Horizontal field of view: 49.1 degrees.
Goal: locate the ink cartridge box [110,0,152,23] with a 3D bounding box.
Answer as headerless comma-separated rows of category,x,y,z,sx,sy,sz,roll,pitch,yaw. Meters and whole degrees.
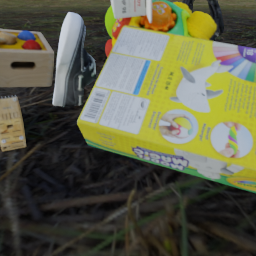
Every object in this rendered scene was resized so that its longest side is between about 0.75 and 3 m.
ink cartridge box,-0.039,-2.204,4.020,0.500,0.868,1.498,-8,48,-3

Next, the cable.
cable,2.346,-3.693,9.552,1.768,2.167,0.550,-29,39,-1

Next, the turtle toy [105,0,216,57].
turtle toy,0.292,-1.761,5.530,1.373,1.980,2.717,26,23,-28

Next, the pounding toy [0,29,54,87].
pounding toy,-2.460,-1.583,5.858,1.572,1.117,1.447,-6,39,-30

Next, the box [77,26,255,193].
box,0.974,-0.234,3.197,2.668,0.645,1.565,14,64,15

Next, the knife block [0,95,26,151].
knife block,-3.261,-0.119,7.859,0.589,1.616,1.841,-11,75,-18

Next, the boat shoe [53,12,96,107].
boat shoe,-0.633,-0.749,3.494,0.503,1.483,0.532,5,55,-16
